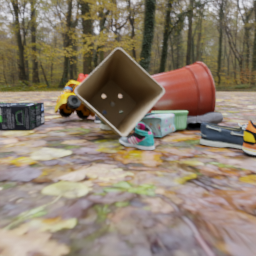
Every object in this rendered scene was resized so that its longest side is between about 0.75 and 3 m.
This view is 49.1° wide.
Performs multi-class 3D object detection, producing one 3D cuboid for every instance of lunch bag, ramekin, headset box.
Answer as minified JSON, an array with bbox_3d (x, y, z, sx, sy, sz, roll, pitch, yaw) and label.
[{"bbox_3d":[0.837,-0.125,9.710,1.286,0.784,1.095,3,11,35],"label":"lunch bag"},{"bbox_3d":[1.577,-0.291,10.697,1.380,0.674,1.380,-1,5,0],"label":"ramekin"},{"bbox_3d":[-4.689,-0.505,11.365,2.091,0.970,1.821,0,10,1],"label":"headset box"}]

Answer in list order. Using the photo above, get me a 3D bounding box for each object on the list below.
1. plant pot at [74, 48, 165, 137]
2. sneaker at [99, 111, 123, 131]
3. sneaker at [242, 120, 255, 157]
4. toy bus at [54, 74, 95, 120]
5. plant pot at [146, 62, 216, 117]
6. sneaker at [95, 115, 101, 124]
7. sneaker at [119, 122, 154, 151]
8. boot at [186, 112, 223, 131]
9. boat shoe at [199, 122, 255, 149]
[{"bbox_3d":[-0.386,-0.991,9.464,2.079,2.077,1.841,42,-14,-2],"label":"plant pot"},{"bbox_3d":[0.028,-0.479,10.974,2.323,1.043,0.779,-3,10,-16],"label":"sneaker"},{"bbox_3d":[3.949,0.268,6.819,2.141,0.963,0.749,4,10,20],"label":"sneaker"},{"bbox_3d":[-2.345,-1.566,13.134,2.108,2.024,1.430,2,-18,-32],"label":"toy bus"},{"bbox_3d":[1.996,-1.382,12.404,2.653,2.727,2.727,-10,11,-10],"label":"plant pot"},{"bbox_3d":[-0.760,-0.637,12.554,1.479,0.827,0.540,-3,12,-17],"label":"sneaker"},{"bbox_3d":[0.227,0.193,7.970,1.202,0.726,0.503,8,13,39],"label":"sneaker"},{"bbox_3d":[3.050,-0.178,10.993,1.705,0.595,1.122,-11,13,0],"label":"boot"},{"bbox_3d":[3.249,0.190,7.998,2.333,0.721,0.874,4,11,24],"label":"boat shoe"}]
